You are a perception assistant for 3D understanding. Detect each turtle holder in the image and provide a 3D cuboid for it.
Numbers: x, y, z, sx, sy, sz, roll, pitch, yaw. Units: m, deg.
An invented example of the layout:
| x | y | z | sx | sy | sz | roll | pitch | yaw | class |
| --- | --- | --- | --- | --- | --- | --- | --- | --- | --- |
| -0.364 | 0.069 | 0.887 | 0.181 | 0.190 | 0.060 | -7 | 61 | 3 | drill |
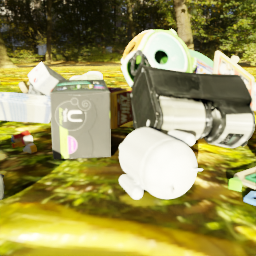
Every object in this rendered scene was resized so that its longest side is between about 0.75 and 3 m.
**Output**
| x | y | z | sx | sy | sz | roll | pitch | yaw | class |
| --- | --- | --- | --- | --- | --- | --- | --- | --- | --- |
| 0.833 | -1.548 | 8.312 | 1.985 | 2.613 | 1.855 | -1 | 19 | 32 | turtle holder |

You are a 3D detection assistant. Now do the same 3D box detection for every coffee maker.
| x | y | z | sx | sy | sz | roll | pitch | yaw | class |
| --- | --- | --- | --- | --- | --- | --- | --- | --- | --- |
| 1.513 | -0.726 | 6.843 | 2.586 | 2.484 | 1.742 | 1 | -8 | -19 | coffee maker |

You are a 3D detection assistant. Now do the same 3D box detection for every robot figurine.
| x | y | z | sx | sy | sz | roll | pitch | yaw | class |
| --- | --- | --- | --- | --- | --- | --- | --- | --- | --- |
| 0.502 | 0.585 | 4.907 | 1.487 | 0.990 | 1.754 | -45 | 29 | -9 | robot figurine |

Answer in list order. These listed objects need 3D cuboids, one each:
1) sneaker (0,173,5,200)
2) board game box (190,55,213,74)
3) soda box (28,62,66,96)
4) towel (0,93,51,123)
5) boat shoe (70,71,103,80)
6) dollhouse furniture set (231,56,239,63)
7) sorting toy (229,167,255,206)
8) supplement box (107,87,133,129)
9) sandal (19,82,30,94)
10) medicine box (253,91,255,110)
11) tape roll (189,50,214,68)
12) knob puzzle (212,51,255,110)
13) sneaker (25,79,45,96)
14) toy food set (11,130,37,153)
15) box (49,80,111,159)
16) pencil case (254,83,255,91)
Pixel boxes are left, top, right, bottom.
| x | y | z | sx | sy | sz | roll | pitch | yaw | class |
| --- | --- | --- | --- | --- | --- | --- | --- | --- | --- |
| -3.169 | 0.698 | 4.794 | 1.154 | 0.848 | 2.551 | -11 | 20 | -44 | sneaker |
| 2.121 | -1.578 | 10.284 | 1.394 | 2.059 | 0.355 | 28 | 44 | -4 | board game box |
| -2.676 | -1.548 | 10.756 | 0.784 | 0.732 | 2.301 | 54 | 9 | 27 | soda box |
| -3.646 | -0.627 | 8.386 | 2.766 | 0.329 | 2.032 | 4 | -17 | -17 | towel |
| -1.555 | -1.672 | 10.115 | 1.387 | 0.499 | 0.430 | -9 | 41 | 25 | boat shoe |
| 5.062 | -2.819 | 13.190 | 1.111 | 1.241 | 1.566 | 31 | 36 | 0 | dollhouse furniture set |
| 2.686 | 0.922 | 5.074 | 1.964 | 0.267 | 1.106 | -9 | 17 | -30 | sorting toy |
| -0.806 | -0.769 | 9.666 | 1.676 | 1.113 | 1.653 | 8 | 17 | 26 | supplement box |
| -4.581 | -1.947 | 13.637 | 0.747 | 0.832 | 2.270 | -28 | 4 | -4 | sandal |
| 5.232 | -1.248 | 12.310 | 1.175 | 0.664 | 1.290 | 14 | 20 | 40 | medicine box |
| 2.241 | -1.666 | 10.366 | 2.860 | 0.687 | 2.860 | 7 | 57 | -12 | tape roll |
| 3.702 | -1.235 | 9.583 | 2.611 | 2.611 | 0.362 | -12 | -5 | -37 | knob puzzle |
| -3.871 | -1.441 | 11.639 | 0.823 | 1.240 | 2.180 | 38 | -3 | -7 | sneaker |
| -2.558 | 0.366 | 6.787 | 0.451 | 0.478 | 1.002 | -20 | 23 | -23 | toy food set |
| -1.163 | -0.332 | 7.086 | 1.325 | 1.584 | 2.132 | -3 | 18 | -8 | box |
| 6.122 | -1.817 | 13.886 | 1.027 | 0.941 | 2.265 | 10 | 16 | 3 | pencil case |
